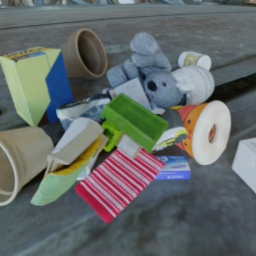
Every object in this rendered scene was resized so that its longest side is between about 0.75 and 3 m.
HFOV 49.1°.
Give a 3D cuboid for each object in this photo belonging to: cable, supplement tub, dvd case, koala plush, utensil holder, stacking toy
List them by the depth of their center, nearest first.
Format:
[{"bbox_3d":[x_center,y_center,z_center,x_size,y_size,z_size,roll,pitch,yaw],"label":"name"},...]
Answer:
[{"bbox_3d":[-1.276,0.517,7.263,1.081,1.081,1.271,8,45,14],"label":"utensil holder"},{"bbox_3d":[1.550,-0.053,8.166,2.399,1.753,1.753,16,32,43],"label":"stacking toy"},{"bbox_3d":[0.152,-0.629,8.880,1.212,1.699,0.149,-30,10,-27],"label":"dvd case"},{"bbox_3d":[-1.219,0.026,9.058,2.186,0.555,1.784,-21,43,-18],"label":"cable"},{"bbox_3d":[0.949,-1.559,9.261,2.301,2.041,2.115,49,25,20],"label":"koala plush"},{"bbox_3d":[3.399,-3.343,14.424,1.026,1.026,1.421,-20,35,-31],"label":"supplement tub"}]

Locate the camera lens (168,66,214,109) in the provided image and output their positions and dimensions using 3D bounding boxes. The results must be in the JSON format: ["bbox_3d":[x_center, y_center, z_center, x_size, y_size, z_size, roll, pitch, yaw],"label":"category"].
[{"bbox_3d":[2.112,-1.446,10.524,1.937,1.550,1.550,-26,39,-37],"label":"camera lens"}]

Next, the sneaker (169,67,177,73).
[{"bbox_3d":[1.315,-2.775,13.449,2.411,0.987,0.929,13,32,22],"label":"sneaker"}]

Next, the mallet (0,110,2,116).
[{"bbox_3d":[-5.950,-0.697,10.449,2.537,0.835,0.522,17,32,1],"label":"mallet"}]

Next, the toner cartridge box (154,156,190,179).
[{"bbox_3d":[0.838,1.013,7.209,1.375,0.297,0.653,-1,28,-1],"label":"toner cartridge box"}]

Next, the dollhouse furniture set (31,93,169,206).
[{"bbox_3d":[-0.454,0.627,5.169,1.162,1.517,2.316,36,42,6],"label":"dollhouse furniture set"}]

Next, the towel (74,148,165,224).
[{"bbox_3d":[-0.222,1.126,6.440,1.843,0.207,1.333,-43,49,-14],"label":"towel"}]

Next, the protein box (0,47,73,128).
[{"bbox_3d":[-3.085,-1.462,9.506,1.502,2.210,2.226,-23,27,-27],"label":"protein box"}]

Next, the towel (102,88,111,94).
[{"bbox_3d":[-0.530,-1.189,11.365,1.338,0.217,1.821,3,31,7],"label":"towel"}]

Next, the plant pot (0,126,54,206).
[{"bbox_3d":[-2.766,0.716,6.842,1.756,1.756,1.607,13,20,22],"label":"plant pot"}]

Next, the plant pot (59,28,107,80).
[{"bbox_3d":[-2.463,-3.295,13.369,2.034,2.333,2.333,-10,22,31],"label":"plant pot"}]

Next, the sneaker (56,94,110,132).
[{"bbox_3d":[-1.160,-0.479,8.929,2.242,0.968,0.870,-19,24,-29],"label":"sneaker"}]

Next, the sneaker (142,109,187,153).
[{"bbox_3d":[0.722,0.122,7.536,0.782,0.889,2.101,9,-21,-39],"label":"sneaker"}]

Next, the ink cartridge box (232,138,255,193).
[{"bbox_3d":[4.053,0.947,6.834,2.297,0.962,1.667,-9,34,-17],"label":"ink cartridge box"}]
